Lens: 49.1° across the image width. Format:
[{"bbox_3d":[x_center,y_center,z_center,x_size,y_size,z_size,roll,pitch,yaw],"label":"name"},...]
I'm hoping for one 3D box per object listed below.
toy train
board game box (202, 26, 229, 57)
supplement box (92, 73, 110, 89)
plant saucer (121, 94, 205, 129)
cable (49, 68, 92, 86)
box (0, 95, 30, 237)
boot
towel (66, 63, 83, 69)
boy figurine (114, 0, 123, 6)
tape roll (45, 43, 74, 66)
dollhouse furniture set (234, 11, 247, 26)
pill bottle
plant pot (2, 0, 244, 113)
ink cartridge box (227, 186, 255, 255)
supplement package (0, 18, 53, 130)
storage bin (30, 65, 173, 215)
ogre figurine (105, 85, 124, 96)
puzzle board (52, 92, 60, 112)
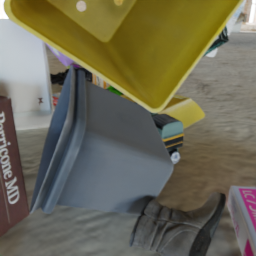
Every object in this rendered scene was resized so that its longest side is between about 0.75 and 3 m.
[{"bbox_3d":[0.533,0.099,6.617,0.832,1.113,1.952,-12,27,-28],"label":"toy train"},{"bbox_3d":[1.346,-2.006,6.100,0.240,1.155,1.707,0,-13,-31],"label":"board game box"},{"bbox_3d":[-0.091,-2.712,12.237,2.916,1.838,1.072,-16,30,-31],"label":"supplement box"},{"bbox_3d":[0.672,-0.624,8.900,2.704,0.655,2.703,19,29,37],"label":"plant saucer"},{"bbox_3d":[-2.620,-2.391,12.814,2.143,0.667,2.627,-12,23,-28],"label":"cable"},{"bbox_3d":[-3.190,0.749,3.755,2.166,2.188,2.637,13,26,27],"label":"box"},{"bbox_3d":[0.797,1.329,4.283,1.101,0.584,1.673,21,28,24],"label":"boot"},{"bbox_3d":[-2.370,-3.028,14.190,1.653,0.188,1.187,13,-1,6],"label":"towel"},{"bbox_3d":[-0.189,-3.210,6.988,0.823,2.555,1.589,-37,-9,10],"label":"boy figurine"},{"bbox_3d":[-1.360,-1.799,5.082,0.442,1.347,1.347,-38,33,-9],"label":"tape roll"},{"bbox_3d":[2.848,-3.085,8.176,1.839,1.053,2.156,-21,55,1],"label":"dollhouse furniture set"},{"bbox_3d":[2.101,-2.545,6.668,0.846,1.555,0.846,16,30,-9],"label":"pill bottle"},{"bbox_3d":[-0.096,-1.650,3.216,1.915,1.915,1.689,29,12,-35],"label":"plant pot"},{"bbox_3d":[2.991,1.559,4.002,2.736,0.574,1.632,4,24,6],"label":"ink cartridge box"},{"bbox_3d":[-3.256,-1.040,6.782,2.658,2.044,2.780,-6,-6,-14],"label":"supplement package"},{"bbox_3d":[-0.516,0.391,5.208,1.902,2.061,2.832,19,24,-18],"label":"storage bin"},{"bbox_3d":[-0.128,-1.562,10.842,1.838,0.902,1.102,-30,27,19],"label":"ogre figurine"},{"bbox_3d":[-2.449,-0.823,9.909,2.529,0.220,1.906,19,29,38],"label":"puzzle board"}]
